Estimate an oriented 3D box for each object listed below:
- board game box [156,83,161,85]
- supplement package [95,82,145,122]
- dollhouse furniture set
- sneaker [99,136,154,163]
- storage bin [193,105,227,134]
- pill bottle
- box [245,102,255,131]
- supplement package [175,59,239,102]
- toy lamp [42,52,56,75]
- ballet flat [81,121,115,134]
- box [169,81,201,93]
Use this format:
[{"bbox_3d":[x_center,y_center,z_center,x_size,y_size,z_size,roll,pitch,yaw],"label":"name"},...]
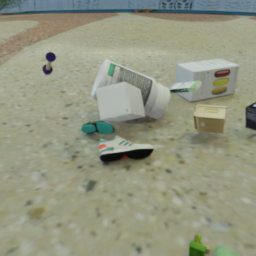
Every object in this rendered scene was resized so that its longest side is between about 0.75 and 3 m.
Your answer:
[{"bbox_3d":[0.471,-1.461,12.446,2.369,0.564,1.203,-7,30,-13],"label":"board game box"},{"bbox_3d":[-0.195,-0.759,8.738,0.980,0.968,1.616,-11,-3,17],"label":"supplement package"},{"bbox_3d":[1.737,2.440,5.530,0.959,0.481,0.628,14,32,24],"label":"dollhouse furniture set"},{"bbox_3d":[-0.079,0.541,8.564,1.711,0.602,0.800,-5,52,-13],"label":"sneaker"},{"bbox_3d":[2.756,-0.280,9.438,1.007,1.014,0.475,7,63,20],"label":"storage bin"},{"bbox_3d":[0.119,-1.375,10.576,2.705,1.530,1.530,20,26,-15],"label":"pill bottle"},{"bbox_3d":[4.448,-0.430,9.577,0.788,0.782,0.486,-25,30,-25],"label":"box"},{"bbox_3d":[3.623,-2.266,12.987,2.513,1.429,1.376,-12,30,-20],"label":"supplement package"},{"bbox_3d":[-2.309,-1.830,8.129,0.329,0.329,1.129,-15,-7,-25],"label":"toy lamp"},{"bbox_3d":[-0.963,-0.068,9.584,1.447,0.537,0.537,2,26,33],"label":"ballet flat"},{"bbox_3d":[1.905,-1.349,9.301,0.907,0.165,0.655,-1,25,33],"label":"box"}]
